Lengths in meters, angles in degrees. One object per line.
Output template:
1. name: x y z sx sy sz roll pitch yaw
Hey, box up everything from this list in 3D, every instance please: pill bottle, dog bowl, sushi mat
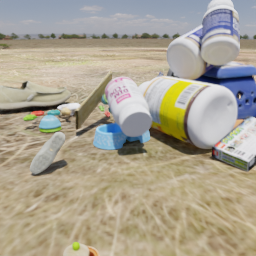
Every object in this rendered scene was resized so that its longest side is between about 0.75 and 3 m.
1. pill bottle: -0.004 -0.551 7.078 0.898 0.898 1.584 -6 39 -15
2. pill bottle: 1.418 -0.576 8.005 1.627 1.627 2.978 -11 21 -29
3. pill bottle: 2.479 -2.646 7.551 0.956 0.956 1.722 4 63 11
4. pill bottle: 2.449 -2.577 8.931 2.322 1.344 1.344 -35 35 -27
5. dog bowl: -0.156 0.147 7.777 1.690 0.419 0.942 -11 22 -31
6. sushi mat: -1.031 -0.875 8.577 0.122 0.962 2.011 26 53 10

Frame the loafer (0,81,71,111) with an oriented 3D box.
1. loafer: -3.618 -1.325 10.743 2.885 0.985 1.092 -13 20 -29

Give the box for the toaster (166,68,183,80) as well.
1. toaster: 2.733 -2.130 12.707 1.641 1.077 1.815 27 30 21

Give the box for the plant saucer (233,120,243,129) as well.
1. plant saucer: 3.440 0.172 7.845 2.086 0.337 2.086 -1 20 0

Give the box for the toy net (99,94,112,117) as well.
1. toy net: -0.442 -0.550 9.010 0.240 1.243 0.652 -25 47 29

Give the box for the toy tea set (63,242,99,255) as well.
1. toy tea set: -0.531 1.788 2.869 0.981 0.610 1.649 -8 21 -21

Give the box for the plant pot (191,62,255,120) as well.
1. plant pot: 3.320 -1.396 10.033 2.032 1.826 2.031 -8 20 -21

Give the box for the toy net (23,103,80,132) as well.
1. toy net: -2.412 -0.409 9.417 1.188 0.437 2.265 3 18 18

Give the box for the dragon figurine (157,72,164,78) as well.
1. dragon figurine: 1.328 -1.123 9.974 0.852 1.714 0.504 2 -6 29

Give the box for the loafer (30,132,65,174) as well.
1. loafer: -1.725 0.541 6.068 0.365 1.043 0.364 40 -8 -11

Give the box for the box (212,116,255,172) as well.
1. box: 2.908 0.318 6.785 1.700 0.295 0.936 -31 38 -31
